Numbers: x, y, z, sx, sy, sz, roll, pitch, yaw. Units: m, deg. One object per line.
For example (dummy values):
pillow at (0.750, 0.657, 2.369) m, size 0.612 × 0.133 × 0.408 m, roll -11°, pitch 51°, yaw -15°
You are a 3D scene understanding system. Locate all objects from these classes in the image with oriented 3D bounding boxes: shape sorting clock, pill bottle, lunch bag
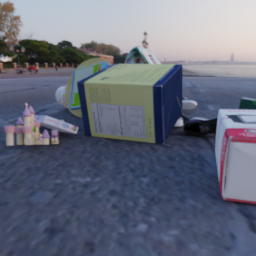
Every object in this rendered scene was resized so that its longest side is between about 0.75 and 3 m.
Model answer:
shape sorting clock at (-1.607, -1.697, 11.873) m, size 2.660 × 2.660 × 0.522 m, roll 10°, pitch -8°, yaw 36°
pill bottle at (-2.447, -1.504, 13.615) m, size 2.253 × 1.262 × 1.262 m, roll 10°, pitch 16°, yaw 36°
lunch bag at (0.753, -2.358, 13.503) m, size 1.810 × 2.968 × 2.529 m, roll 5°, pitch 13°, yaw 20°

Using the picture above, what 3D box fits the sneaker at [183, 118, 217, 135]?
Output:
sneaker at (2.539, 0.014, 8.584) m, size 1.712 × 0.648 × 0.750 m, roll -5°, pitch 10°, yaw 36°

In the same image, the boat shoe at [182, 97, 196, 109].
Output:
boat shoe at (2.587, -1.214, 13.296) m, size 0.567 × 0.536 × 1.582 m, roll 39°, pitch -25°, yaw -31°

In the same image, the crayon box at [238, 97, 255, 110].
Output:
crayon box at (5.392, -0.395, 9.347) m, size 1.832 × 0.733 × 2.886 m, roll 7°, pitch 9°, yaw -21°

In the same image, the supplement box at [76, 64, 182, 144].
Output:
supplement box at (0.205, -0.933, 9.065) m, size 2.620 × 1.761 × 2.623 m, roll 6°, pitch 26°, yaw 21°

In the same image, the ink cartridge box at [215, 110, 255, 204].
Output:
ink cartridge box at (2.841, 0.427, 5.534) m, size 2.060 × 1.195 × 2.791 m, roll 3°, pitch 15°, yaw 13°

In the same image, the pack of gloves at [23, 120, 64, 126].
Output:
pack of gloves at (-3.091, -0.080, 9.965) m, size 1.543 × 0.304 × 1.296 m, roll -3°, pitch 0°, yaw -16°

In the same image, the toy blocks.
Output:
toy blocks at (-2.519, -0.069, 7.491) m, size 1.235 × 1.040 × 1.154 m, roll -1°, pitch -3°, yaw -6°

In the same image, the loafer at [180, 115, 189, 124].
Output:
loafer at (2.111, -0.370, 10.908) m, size 0.326 × 0.285 × 0.906 m, roll -4°, pitch 14°, yaw -18°

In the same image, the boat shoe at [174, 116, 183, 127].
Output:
boat shoe at (1.587, -0.661, 10.826) m, size 0.929 × 0.860 × 2.517 m, roll 1°, pitch 15°, yaw 5°

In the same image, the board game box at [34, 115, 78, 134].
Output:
board game box at (-2.321, -0.112, 8.670) m, size 1.134 × 0.233 × 1.131 m, roll 22°, pitch -11°, yaw -41°
